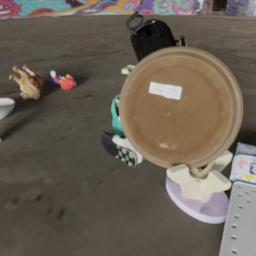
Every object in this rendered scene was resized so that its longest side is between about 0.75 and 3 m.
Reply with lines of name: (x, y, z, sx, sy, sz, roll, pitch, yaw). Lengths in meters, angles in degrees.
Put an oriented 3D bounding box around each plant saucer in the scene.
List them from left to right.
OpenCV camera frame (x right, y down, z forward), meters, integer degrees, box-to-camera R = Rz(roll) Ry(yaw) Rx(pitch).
plant saucer: (1.041, -0.377, 6.204, 2.800, 2.800, 0.412, 10, 12, 19)

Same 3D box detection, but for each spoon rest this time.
spoon rest: (-4.798, -0.518, 9.904, 1.482, 0.904, 2.984, -9, 30, -17)

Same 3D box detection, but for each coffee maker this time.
coffee maker: (1.122, -2.526, 10.873, 2.730, 1.914, 2.842, 5, 59, -41)

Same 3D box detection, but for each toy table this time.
toy table: (1.596, 1.175, 6.448, 1.687, 1.074, 1.835, -20, 34, -32)

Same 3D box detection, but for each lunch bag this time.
lunch bag: (3.215, 1.004, 7.118, 1.050, 0.787, 1.238, 12, 36, 25)

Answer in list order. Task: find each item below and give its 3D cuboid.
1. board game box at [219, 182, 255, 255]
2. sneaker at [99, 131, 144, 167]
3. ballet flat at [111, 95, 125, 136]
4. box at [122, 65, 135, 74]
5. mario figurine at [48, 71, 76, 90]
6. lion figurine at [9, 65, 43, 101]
board game box: (3.255, 2.299, 5.028, 2.959, 0.383, 2.960, 11, 29, 22)
sneaker: (-0.147, 0.539, 8.239, 1.646, 0.610, 0.728, 33, 41, 32)
ballet flat: (-0.091, -0.445, 9.622, 0.943, 0.986, 2.801, 1, 27, -13)
box: (0.476, -3.237, 15.817, 1.410, 0.256, 1.018, 10, 29, 20)
mario figurine: (-3.143, -2.384, 13.573, 1.576, 0.835, 0.973, 22, 35, 39)
lion figurine: (-4.430, -2.129, 12.924, 1.576, 0.933, 2.574, 34, 20, -8)
